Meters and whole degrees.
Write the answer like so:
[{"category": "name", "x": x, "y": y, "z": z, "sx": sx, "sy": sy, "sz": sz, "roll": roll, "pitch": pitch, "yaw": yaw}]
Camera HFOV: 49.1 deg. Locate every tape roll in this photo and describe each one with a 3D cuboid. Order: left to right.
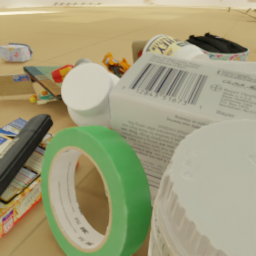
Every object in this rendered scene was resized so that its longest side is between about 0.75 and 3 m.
[{"category": "tape roll", "x": -0.633, "y": 1.077, "z": 4.501, "sx": 2.213, "sy": 2.213, "sz": 0.532, "roll": 26, "pitch": 22, "yaw": 39}]

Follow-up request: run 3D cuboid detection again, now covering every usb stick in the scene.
[{"category": "usb stick", "x": -2.275, "y": 0.557, "z": 5.603, "sx": 0.713, "sy": 0.419, "sz": 2.571, "roll": -12, "pitch": 32, "yaw": 23}]

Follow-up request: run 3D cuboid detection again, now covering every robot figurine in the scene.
[{"category": "robot figurine", "x": -0.042, "y": -1.801, "z": 8.972, "sx": 1.343, "sy": 0.539, "sz": 1.852, "roll": 10, "pitch": 25, "yaw": -40}]

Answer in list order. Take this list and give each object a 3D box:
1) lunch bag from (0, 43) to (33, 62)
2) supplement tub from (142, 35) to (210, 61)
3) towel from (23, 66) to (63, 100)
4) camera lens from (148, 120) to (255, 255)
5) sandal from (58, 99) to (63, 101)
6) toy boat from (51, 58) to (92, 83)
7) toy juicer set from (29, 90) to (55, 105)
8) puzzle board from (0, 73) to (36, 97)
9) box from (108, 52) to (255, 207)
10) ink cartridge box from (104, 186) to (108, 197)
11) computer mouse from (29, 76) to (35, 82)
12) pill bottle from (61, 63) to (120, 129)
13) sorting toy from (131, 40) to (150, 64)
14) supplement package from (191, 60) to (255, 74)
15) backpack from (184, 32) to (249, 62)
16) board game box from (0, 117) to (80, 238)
[{"category": "lunch bag", "x": -6.148, "y": -4.189, "z": 15.465, "sx": 1.258, "sy": 0.943, "sz": 1.484, "roll": 5, "pitch": 19, "yaw": 7}, {"category": "supplement tub", "x": 1.670, "y": -2.299, "z": 9.956, "sx": 1.555, "sy": 1.555, "sz": 2.145, "roll": -18, "pitch": 38, "yaw": -29}, {"category": "towel", "x": -2.185, "y": -1.772, "z": 10.570, "sx": 2.077, "sy": 0.307, "sz": 2.832, "roll": 39, "pitch": 31, "yaw": 25}, {"category": "camera lens", "x": 1.281, "y": 1.523, "z": 3.110, "sx": 2.128, "sy": 2.660, "sz": 2.128, "roll": 1, "pitch": 35, "yaw": -1}, {"category": "sandal", "x": -2.622, "y": -1.197, "z": 10.618, "sx": 0.311, "sy": 0.463, "sz": 1.153, "roll": -40, "pitch": 49, "yaw": -20}, {"category": "toy boat", "x": -1.340, "y": -1.209, "z": 8.498, "sx": 1.136, "sy": 2.445, "sz": 2.055, "roll": -18, "pitch": 70, "yaw": 3}, {"category": "toy juicer set", "x": -3.209, "y": -1.164, "z": 10.354, "sx": 0.832, "sy": 0.356, "sz": 1.308, "roll": -20, "pitch": 25, "yaw": -29}, {"category": "puzzle board", "x": -4.225, "y": -1.595, "z": 10.351, "sx": 1.349, "sy": 1.017, "sz": 0.117, "roll": -5, "pitch": 52, "yaw": -2}, {"category": "box", "x": 1.138, "y": 0.351, "z": 4.974, "sx": 2.478, "sy": 2.694, "sz": 1.414, "roll": 17, "pitch": 47, "yaw": 19}, {"category": "ink cartridge box", "x": 0.091, "y": 0.575, "z": 7.072, "sx": 1.895, "sy": 0.624, "sz": 2.604, "roll": -5, "pitch": 51, "yaw": -14}, {"category": "computer mouse", "x": -4.335, "y": -2.165, "z": 12.285, "sx": 1.864, "sy": 0.429, "sz": 1.309, "roll": -19, "pitch": 33, "yaw": -30}, {"category": "pill bottle", "x": -0.484, "y": -0.366, "z": 5.832, "sx": 1.229, "sy": 2.176, "sz": 1.229, "roll": -5, "pitch": 70, "yaw": 14}, {"category": "sorting toy", "x": 1.432, "y": -2.790, "z": 11.507, "sx": 2.486, "sy": 1.852, "sz": 0.333, "roll": -1, "pitch": 55, "yaw": 5}, {"category": "supplement package", "x": 2.613, "y": -0.480, "z": 6.707, "sx": 1.866, "sy": 1.879, "sz": 2.476, "roll": 10, "pitch": 8, "yaw": 28}, {"category": "backpack", "x": 3.814, "y": -2.998, "z": 12.227, "sx": 2.263, "sy": 1.919, "sz": 2.549, "roll": -14, "pitch": 30, "yaw": -25}, {"category": "board game box", "x": -2.587, "y": 0.864, "z": 6.213, "sx": 1.950, "sy": 0.596, "sz": 2.574, "roll": 24, "pitch": 35, "yaw": 15}]
